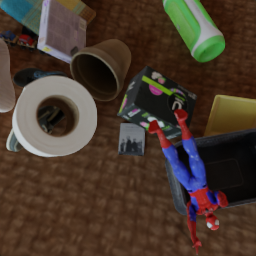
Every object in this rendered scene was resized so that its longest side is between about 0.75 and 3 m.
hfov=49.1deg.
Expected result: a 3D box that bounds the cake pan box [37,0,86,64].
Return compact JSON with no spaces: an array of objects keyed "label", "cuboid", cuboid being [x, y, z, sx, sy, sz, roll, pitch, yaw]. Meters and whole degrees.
[{"label":"cake pan box","cuboid":[-1.927,-2.854,8.389,0.414,1.459,1.584,-5,78,35]}]

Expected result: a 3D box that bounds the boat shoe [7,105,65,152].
[{"label":"boat shoe","cuboid":[-2.383,-0.151,7.803,0.691,0.814,2.236,33,66,15]}]

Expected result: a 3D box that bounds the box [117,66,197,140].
[{"label":"box","cuboid":[0.782,-0.616,7.540,1.669,1.037,1.239,27,67,-18]}]

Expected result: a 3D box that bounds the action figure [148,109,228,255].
[{"label":"action figure","cuboid":[1.294,1.160,5.341,0.904,1.371,2.770,-23,113,12]}]

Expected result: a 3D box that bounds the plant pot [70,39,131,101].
[{"label":"plant pot","cuboid":[-0.642,-1.848,8.198,1.623,1.623,1.409,27,55,10]}]

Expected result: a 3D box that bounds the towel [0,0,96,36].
[{"label":"towel","cuboid":[-2.614,-3.896,9.224,2.591,0.281,1.900,37,78,-3]}]

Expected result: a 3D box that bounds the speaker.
[{"label":"speaker","cuboid":[2.055,-3.372,8.940,1.122,1.122,2.538,-21,69,-8]}]

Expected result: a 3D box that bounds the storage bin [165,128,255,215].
[{"label":"storage bin","cuboid":[2.344,1.123,7.050,2.509,1.176,1.696,-10,71,-5]}]

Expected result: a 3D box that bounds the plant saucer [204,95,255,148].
[{"label":"plant saucer","cuboid":[2.937,-0.227,7.680,1.475,1.474,0.357,9,33,3]}]

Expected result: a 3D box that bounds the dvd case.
[{"label":"dvd case","cuboid":[0.107,0.316,7.973,0.709,0.117,0.943,4,66,2]}]

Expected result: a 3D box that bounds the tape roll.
[{"label":"tape roll","cuboid":[-1.862,-0.223,7.022,1.896,1.302,1.896,3,82,-24]}]

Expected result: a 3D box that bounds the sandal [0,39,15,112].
[{"label":"sandal","cuboid":[-4.092,-1.561,8.205,1.122,0.839,2.929,6,55,-44]}]

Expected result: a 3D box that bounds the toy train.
[{"label":"toy train","cuboid":[-3.283,-2.754,9.018,1.964,0.450,0.335,16,56,6]}]

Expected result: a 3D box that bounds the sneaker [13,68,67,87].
[{"label":"sneaker","cuboid":[-2.647,-1.444,8.310,1.615,0.591,0.662,-1,24,1]}]

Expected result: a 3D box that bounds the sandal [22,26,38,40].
[{"label":"sandal","cuboid":[-3.262,-3.556,9.439,0.549,0.309,1.444,3,68,1]}]
